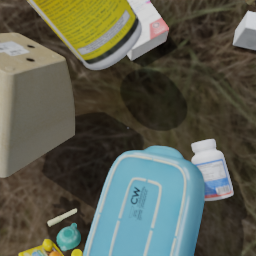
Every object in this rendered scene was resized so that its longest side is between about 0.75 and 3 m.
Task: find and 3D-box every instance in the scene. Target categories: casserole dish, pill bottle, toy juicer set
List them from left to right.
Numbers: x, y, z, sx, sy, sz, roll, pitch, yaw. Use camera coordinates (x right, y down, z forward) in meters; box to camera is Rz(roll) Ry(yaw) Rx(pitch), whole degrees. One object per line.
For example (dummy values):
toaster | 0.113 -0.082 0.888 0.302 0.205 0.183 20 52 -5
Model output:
toy juicer set | -1.167 1.953 4.952 0.650 0.278 1.022 -5 40 -14
pill bottle | -1.013 -2.539 5.264 1.521 2.705 1.521 -23 42 23
casserole dish | 0.171 1.393 4.001 1.554 0.498 2.565 10 70 23
pill bottle | 1.736 0.873 5.921 0.676 0.676 1.205 -12 80 -3

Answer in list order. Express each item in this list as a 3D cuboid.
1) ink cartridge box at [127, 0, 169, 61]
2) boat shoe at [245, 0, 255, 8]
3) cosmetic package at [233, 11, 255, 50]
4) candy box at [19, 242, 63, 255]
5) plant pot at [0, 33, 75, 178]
ink cartridge box | 0.059 -3.309 8.346 1.277 0.740 2.193 -30 80 -7
boat shoe | 2.434 -2.273 4.919 0.445 1.236 0.446 44 107 -5
cosmetic package | 3.704 -2.783 8.125 0.925 0.928 0.571 14 78 3
candy box | -1.501 2.681 5.304 0.736 1.440 0.190 -8 104 -35
plant pot | -2.218 -0.657 5.317 1.998 1.769 1.996 30 35 16
